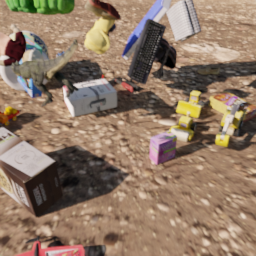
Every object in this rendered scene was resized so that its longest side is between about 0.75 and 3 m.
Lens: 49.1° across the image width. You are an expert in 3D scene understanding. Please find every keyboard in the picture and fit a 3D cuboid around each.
[{"bbox_3d":[0.701,-2.049,7.894,1.097,1.726,0.178,17,7,-24],"label":"keyboard"}]

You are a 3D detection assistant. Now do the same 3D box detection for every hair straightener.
[{"bbox_3d":[-0.112,-2.139,13.347,0.651,0.346,1.691,-24,37,-31],"label":"hair straightener"}]

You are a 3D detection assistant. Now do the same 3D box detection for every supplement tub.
[{"bbox_3d":[-4.848,-3.270,13.267,2.165,2.165,2.986,-10,36,-14],"label":"supplement tub"}]

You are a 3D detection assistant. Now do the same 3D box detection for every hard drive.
[{"bbox_3d":[0.767,-4.286,11.668,0.349,2.753,1.816,32,45,-16],"label":"hard drive"}]

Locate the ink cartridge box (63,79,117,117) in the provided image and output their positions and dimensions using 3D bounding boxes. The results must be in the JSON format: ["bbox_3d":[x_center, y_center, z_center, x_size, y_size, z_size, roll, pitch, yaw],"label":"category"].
[{"bbox_3d":[-1.573,-1.285,11.621,1.908,0.809,1.389,-13,37,-21],"label":"ink cartridge box"}]

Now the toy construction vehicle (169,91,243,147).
[{"bbox_3d":[2.865,-0.457,10.255,2.455,0.993,2.819,19,39,25],"label":"toy construction vehicle"}]

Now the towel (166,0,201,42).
[{"bbox_3d":[1.922,-3.629,9.547,0.609,1.177,1.422,-22,9,-4],"label":"towel"}]

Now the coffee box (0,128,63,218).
[{"bbox_3d":[-2.996,1.143,7.639,2.400,1.357,0.958,24,42,31],"label":"coffee box"}]

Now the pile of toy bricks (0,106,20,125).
[{"bbox_3d":[-5.293,-0.437,9.990,1.419,1.263,2.558,17,38,22],"label":"pile of toy bricks"}]

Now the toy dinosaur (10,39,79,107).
[{"bbox_3d":[-1.679,-1.059,5.884,2.393,1.055,0.568,-3,36,40],"label":"toy dinosaur"}]

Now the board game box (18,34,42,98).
[{"bbox_3d":[-3.335,-2.073,9.421,0.388,1.722,1.310,-18,46,-35],"label":"board game box"}]

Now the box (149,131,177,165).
[{"bbox_3d":[1.104,0.626,8.834,0.744,0.846,0.409,-19,39,-26],"label":"box"}]

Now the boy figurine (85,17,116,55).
[{"bbox_3d":[-0.974,-3.488,10.316,0.861,1.662,2.674,36,23,-20],"label":"boy figurine"}]

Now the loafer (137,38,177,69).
[{"bbox_3d":[1.125,-2.568,9.657,0.775,0.679,2.155,-16,-11,34],"label":"loafer"}]

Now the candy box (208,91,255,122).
[{"bbox_3d":[4.231,-0.869,11.321,0.976,0.473,1.674,-21,42,-29],"label":"candy box"}]

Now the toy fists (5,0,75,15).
[{"bbox_3d":[-3.100,-4.339,9.709,2.395,0.823,1.221,10,12,17],"label":"toy fists"}]

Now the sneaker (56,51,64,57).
[{"bbox_3d":[-2.904,-2.897,12.006,0.497,0.438,1.115,33,42,-17],"label":"sneaker"}]

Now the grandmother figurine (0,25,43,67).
[{"bbox_3d":[-3.345,-2.279,7.885,2.045,1.240,0.619,25,14,-5],"label":"grandmother figurine"}]

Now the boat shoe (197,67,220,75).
[{"bbox_3d":[4.150,-2.993,14.459,1.118,0.361,0.398,0,35,0],"label":"boat shoe"}]

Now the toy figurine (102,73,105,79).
[{"bbox_3d":[-1.413,-2.189,13.202,0.610,0.537,1.018,-4,34,4],"label":"toy figurine"}]

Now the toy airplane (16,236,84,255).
[{"bbox_3d":[-1.829,3.097,5.692,2.050,0.377,2.050,0,35,0],"label":"toy airplane"}]

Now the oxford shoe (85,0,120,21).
[{"bbox_3d":[-0.863,-4.013,9.615,1.316,0.492,0.464,19,55,-34],"label":"oxford shoe"}]
